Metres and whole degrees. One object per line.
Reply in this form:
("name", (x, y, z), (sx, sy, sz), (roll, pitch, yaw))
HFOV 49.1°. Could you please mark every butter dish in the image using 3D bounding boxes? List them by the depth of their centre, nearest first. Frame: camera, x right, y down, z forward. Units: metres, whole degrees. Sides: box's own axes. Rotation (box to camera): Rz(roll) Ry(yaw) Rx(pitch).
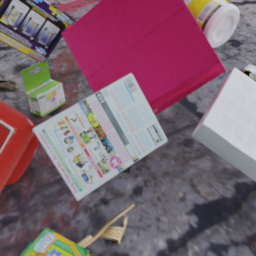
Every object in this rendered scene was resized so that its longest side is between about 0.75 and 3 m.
("butter dish", (-3.530, 0.591, 8.097), (2.339, 1.734, 2.345), (28, 88, 25))

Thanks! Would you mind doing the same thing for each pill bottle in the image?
("pill bottle", (2.358, -4.021, 9.684), (1.467, 1.467, 2.635), (-22, 55, -25))

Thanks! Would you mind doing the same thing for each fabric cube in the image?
("fabric cube", (0.621, -2.056, 7.835), (2.966, 2.975, 2.919), (-31, -6, 21))

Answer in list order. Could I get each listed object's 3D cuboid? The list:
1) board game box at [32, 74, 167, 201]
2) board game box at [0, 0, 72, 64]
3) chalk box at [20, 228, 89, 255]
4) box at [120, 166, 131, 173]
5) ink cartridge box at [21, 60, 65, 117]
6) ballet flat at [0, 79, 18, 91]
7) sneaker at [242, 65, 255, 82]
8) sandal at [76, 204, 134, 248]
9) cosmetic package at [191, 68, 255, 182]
("board game box", (-0.513, 0.145, 5.447), (2.100, 1.549, 0.675), (-31, 9, -15))
("board game box", (-2.720, -2.850, 7.650), (1.875, 1.550, 0.532), (25, 19, -51))
("chalk box", (-1.626, 2.824, 5.827), (1.474, 0.914, 0.920), (18, 41, 20))
("box", (-0.464, 0.743, 8.592), (1.119, 0.695, 1.128), (1, 39, -1))
("ink cartridge box", (-3.151, -1.489, 10.501), (0.663, 1.751, 1.294), (23, 44, 26))
("ballet flat", (-5.745, -1.880, 12.008), (2.032, 0.471, 0.685), (2, 39, 2))
("sneaker", (5.831, -2.209, 12.422), (0.724, 0.623, 1.711), (-37, 45, -19))
("sandal", (-0.443, 2.540, 6.619), (1.759, 0.645, 0.578), (-30, 78, -23))
("cosmetic package", (2.939, -0.178, 7.045), (1.875, 0.643, 2.487), (35, 54, 6))
